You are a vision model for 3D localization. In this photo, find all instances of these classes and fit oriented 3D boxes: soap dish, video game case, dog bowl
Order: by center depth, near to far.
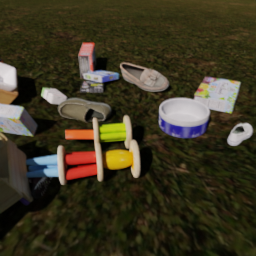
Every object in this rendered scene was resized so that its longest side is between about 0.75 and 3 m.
[{"bbox_3d":[1.973,-0.382,10.020,1.742,0.686,1.742,0,33,0],"label":"dog bowl"},{"bbox_3d":[-5.730,-1.974,11.645,2.033,1.049,2.583,16,23,-30],"label":"soap dish"},{"bbox_3d":[-1.283,-2.488,13.483,1.142,0.286,1.260,18,26,33],"label":"video game case"}]

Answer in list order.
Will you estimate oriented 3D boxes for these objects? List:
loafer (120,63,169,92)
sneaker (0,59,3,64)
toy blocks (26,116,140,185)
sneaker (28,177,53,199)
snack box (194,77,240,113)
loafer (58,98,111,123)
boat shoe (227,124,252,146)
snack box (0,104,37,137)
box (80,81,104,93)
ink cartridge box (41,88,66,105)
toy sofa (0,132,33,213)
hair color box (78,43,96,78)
[{"bbox_3d":[0.632,-2.351,12.762,2.560,0.805,0.920,25,74,36],"label":"loafer"},{"bbox_3d":[-6.499,-2.980,14.022,0.574,0.830,1.481,-13,34,-19],"label":"sneaker"},{"bbox_3d":[-1.299,0.586,8.088,2.924,1.062,2.437,-4,32,-8],"label":"toy blocks"},{"bbox_3d":[-2.453,1.495,7.407,0.590,0.386,1.021,-1,23,11],"label":"sneaker"},{"bbox_3d":[3.767,-1.444,11.807,1.545,0.576,2.173,15,35,20],"label":"snack box"},{"bbox_3d":[-1.644,-0.619,10.340,1.993,0.750,0.694,2,28,3],"label":"loafer"},{"bbox_3d":[3.836,0.113,9.431,0.524,0.476,1.425,23,39,32],"label":"boat shoe"},{"bbox_3d":[-3.956,-0.270,9.252,1.479,1.248,0.501,6,63,9],"label":"snack box"},{"bbox_3d":[-1.640,-1.884,12.848,1.006,0.223,0.806,0,32,0],"label":"box"},{"bbox_3d":[-3.054,-1.295,11.507,0.651,0.376,0.895,2,25,-46],"label":"ink cartridge box"},{"bbox_3d":[-3.359,1.235,7.362,0.973,1.146,2.349,-35,39,-2],"label":"toy sofa"},{"bbox_3d":[-2.093,-3.535,14.570,0.687,1.192,2.149,0,33,-1],"label":"hair color box"}]
